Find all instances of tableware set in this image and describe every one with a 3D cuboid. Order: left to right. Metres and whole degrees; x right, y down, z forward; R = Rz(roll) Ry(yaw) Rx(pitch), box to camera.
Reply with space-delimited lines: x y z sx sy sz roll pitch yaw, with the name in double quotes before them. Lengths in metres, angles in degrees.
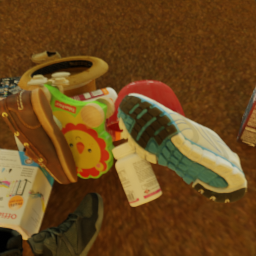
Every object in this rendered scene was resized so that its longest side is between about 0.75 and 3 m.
"tableware set" -1.836 -1.122 6.552 0.938 0.130 1.123 -7 23 -10

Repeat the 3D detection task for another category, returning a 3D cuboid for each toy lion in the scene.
"toy lion" -1.306 0.152 6.662 2.188 2.097 0.751 20 27 13

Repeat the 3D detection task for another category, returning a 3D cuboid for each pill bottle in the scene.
"pill bottle" -1.628 -0.059 8.012 2.875 1.575 1.575 -16 56 -12
"pill bottle" 0.160 0.955 6.020 0.721 0.721 1.272 -20 81 -14

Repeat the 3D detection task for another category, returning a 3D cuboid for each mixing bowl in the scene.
"mixing bowl" 0.448 -0.526 7.002 1.989 1.989 1.077 -1 79 -1

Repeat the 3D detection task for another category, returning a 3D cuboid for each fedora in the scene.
"fedora" -1.972 -1.400 8.982 2.828 1.153 2.828 -7 31 4

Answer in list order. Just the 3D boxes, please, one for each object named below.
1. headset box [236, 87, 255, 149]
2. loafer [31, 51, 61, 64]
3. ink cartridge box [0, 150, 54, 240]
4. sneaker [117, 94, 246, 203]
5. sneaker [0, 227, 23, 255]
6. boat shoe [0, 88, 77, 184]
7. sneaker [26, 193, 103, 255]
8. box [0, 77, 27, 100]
"headset box" 3.833 -0.532 8.055 0.713 1.846 1.374 19 48 17
"loafer" -3.135 -2.736 10.671 1.116 0.376 0.424 -5 55 -4
"ink cartridge box" -2.809 1.656 6.934 1.326 1.303 1.801 5 55 4
"sneaker" 1.125 0.254 5.900 2.996 1.123 1.298 38 37 -1
"sneaker" -2.222 2.597 5.019 0.981 2.822 1.403 10 60 31
"boat shoe" -1.787 0.301 5.867 0.871 2.477 0.872 -17 36 -1
"sneaker" -1.334 2.224 6.032 0.793 1.188 2.075 -3 53 51
"box" -3.713 -1.268 9.645 1.431 0.329 1.138 -6 55 -4
